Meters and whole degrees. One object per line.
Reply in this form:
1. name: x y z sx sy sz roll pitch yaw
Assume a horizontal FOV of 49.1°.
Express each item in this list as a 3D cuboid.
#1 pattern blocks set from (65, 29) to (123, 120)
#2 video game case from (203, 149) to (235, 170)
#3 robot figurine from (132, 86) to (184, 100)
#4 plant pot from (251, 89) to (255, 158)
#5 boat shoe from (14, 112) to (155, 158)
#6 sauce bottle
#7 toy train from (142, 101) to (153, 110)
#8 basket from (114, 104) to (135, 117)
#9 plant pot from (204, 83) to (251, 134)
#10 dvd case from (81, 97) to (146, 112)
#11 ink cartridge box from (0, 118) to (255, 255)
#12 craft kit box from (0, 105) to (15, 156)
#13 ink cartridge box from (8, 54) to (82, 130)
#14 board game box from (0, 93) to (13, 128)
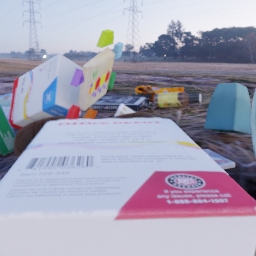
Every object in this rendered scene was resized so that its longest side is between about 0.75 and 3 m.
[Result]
1. pattern blocks set: -0.630 -0.943 5.474 0.179 1.939 2.205 22 22 8
2. video game case: 1.505 0.678 5.797 1.006 0.116 0.916 -5 16 -20
3. robot figurine: 1.460 -1.738 13.998 2.457 0.715 1.782 8 11 27
4. plant pot: 2.923 0.165 3.533 2.718 2.718 1.821 5 -12 19
5. boat shoe: -0.771 0.368 5.692 2.934 1.084 1.085 -2 -15 10
6. sauce bottle: 2.045 -1.185 11.670 1.927 0.624 0.624 -1 12 27
7. toy train: 0.794 -0.861 10.744 0.403 0.300 1.761 25 7 1
8. basket: -0.125 -0.042 6.924 0.668 0.830 0.823 31 15 -4
9. plant pot: 2.756 -0.529 7.584 0.897 1.270 0.898 9 -2 -40
10. dvd case: -0.757 -1.038 12.020 2.780 0.344 2.089 1 14 12
11. ink cartridge box: -0.151 0.742 3.312 2.067 1.199 2.801 0 13 -5
12. craft kit box: -3.475 -0.536 6.440 0.504 2.076 2.050 -32 29 -32
13. ink cartridge box: -2.028 -0.646 6.408 2.109 1.225 0.709 -18 -27 34
14. board game box: -3.085 -0.563 7.967 1.854 0.317 1.246 -8 45 20
